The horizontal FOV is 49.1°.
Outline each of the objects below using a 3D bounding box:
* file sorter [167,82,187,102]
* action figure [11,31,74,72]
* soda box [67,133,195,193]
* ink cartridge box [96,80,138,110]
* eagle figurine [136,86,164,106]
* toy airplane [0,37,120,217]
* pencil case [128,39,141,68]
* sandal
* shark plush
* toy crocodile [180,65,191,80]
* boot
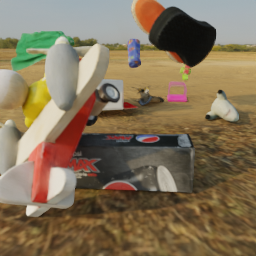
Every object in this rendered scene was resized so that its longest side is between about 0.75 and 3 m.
[{"bbox_3d":[2.293,-1.718,13.102,0.840,0.758,1.208,2,17,6],"label":"file sorter"},{"bbox_3d":[-2.522,-2.416,8.450,2.289,1.352,0.626,-1,-11,34],"label":"action figure"},{"bbox_3d":[-0.092,0.622,5.320,2.564,0.907,0.812,1,15,5],"label":"soda box"},{"bbox_3d":[-0.924,-1.343,10.900,2.258,1.079,2.572,-2,10,-10],"label":"ink cartridge box"},{"bbox_3d":[0.853,-1.344,12.215,0.928,0.923,1.223,-39,57,4],"label":"eagle figurine"},{"bbox_3d":[-1.400,-0.074,4.434,1.965,2.784,2.772,35,0,-19],"label":"toy airplane"},{"bbox_3d":[0.177,-2.072,7.775,0.341,0.874,0.380,-16,-31,26],"label":"pencil case"},{"bbox_3d":[1.154,-1.924,5.775,0.619,0.973,2.587,48,23,23],"label":"sandal"},{"bbox_3d":[3.513,-0.550,10.110,0.999,1.089,2.397,28,5,18],"label":"shark plush"},{"bbox_3d":[2.423,-2.562,11.405,0.420,1.244,0.384,11,17,-1],"label":"toy crocodile"},{"bbox_3d":[1.343,-3.270,9.326,2.863,1.074,1.535,39,8,-21],"label":"boot"}]
